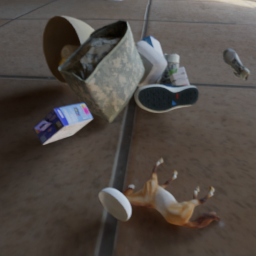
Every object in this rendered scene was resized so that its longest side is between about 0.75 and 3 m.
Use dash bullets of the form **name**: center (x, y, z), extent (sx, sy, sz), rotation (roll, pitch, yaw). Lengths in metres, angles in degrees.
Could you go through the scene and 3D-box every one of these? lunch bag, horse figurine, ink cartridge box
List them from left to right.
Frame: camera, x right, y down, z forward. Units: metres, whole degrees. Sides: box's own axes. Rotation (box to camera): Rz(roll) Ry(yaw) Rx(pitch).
- **ink cartridge box**: center (-2.037, -0.122, 8.514), extent (0.645, 1.152, 1.689), rotation (57, 30, 4)
- **lunch bag**: center (-0.691, -2.123, 10.198), extent (1.703, 2.376, 2.897), rotation (28, 70, 33)
- **ink cartridge box**: center (0.439, -3.350, 13.053), extent (2.038, 0.859, 1.488), rotation (-18, -2, 21)
- **horse figurine**: center (1.111, 1.812, 7.194), extent (2.442, 0.610, 1.619), rotation (31, 56, 28)
- **ink cartridge box**: center (2.040, -1.958, 11.248), extent (0.599, 0.820, 0.346), rotation (-15, -5, -14)

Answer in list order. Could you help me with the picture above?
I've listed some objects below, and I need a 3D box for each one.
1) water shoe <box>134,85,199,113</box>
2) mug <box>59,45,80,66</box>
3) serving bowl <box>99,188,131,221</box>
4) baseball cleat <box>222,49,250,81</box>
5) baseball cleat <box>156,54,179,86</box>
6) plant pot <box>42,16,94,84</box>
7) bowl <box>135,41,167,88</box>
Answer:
- **water shoe**: center (1.285, -1.088, 10.154), extent (2.648, 0.947, 1.045), rotation (-3, 11, -26)
- **mug**: center (-2.325, -2.933, 11.737), extent (0.926, 1.157, 0.950), rotation (31, 18, 29)
- **serving bowl**: center (-0.272, 1.797, 6.764), extent (0.933, 0.933, 0.307), rotation (25, 49, 31)
- **baseball cleat**: center (3.980, -2.268, 10.124), extent (0.525, 1.506, 0.801), rotation (-49, 40, 9)
- **baseball cleat**: center (1.631, -2.249, 11.954), extent (0.983, 1.500, 2.818), rotation (2, 40, 12)
- **plant pot**: center (-2.203, -3.473, 12.402), extent (2.780, 2.780, 1.866), rotation (28, 34, 34)
- **bowl**: center (0.556, -2.577, 11.813), extent (1.702, 1.705, 0.636), rotation (44, 36, 10)
